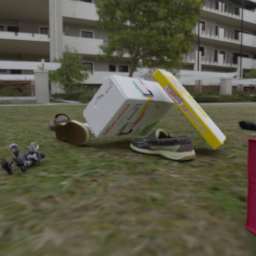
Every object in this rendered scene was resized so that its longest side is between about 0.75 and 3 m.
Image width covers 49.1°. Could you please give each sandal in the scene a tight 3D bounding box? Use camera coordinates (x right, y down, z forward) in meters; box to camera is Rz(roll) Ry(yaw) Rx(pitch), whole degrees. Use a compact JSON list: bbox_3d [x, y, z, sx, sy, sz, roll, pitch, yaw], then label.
[{"bbox_3d":[-3.349,-0.323,13.815,1.077,0.719,2.635,-23,18,-17],"label":"sandal"}]

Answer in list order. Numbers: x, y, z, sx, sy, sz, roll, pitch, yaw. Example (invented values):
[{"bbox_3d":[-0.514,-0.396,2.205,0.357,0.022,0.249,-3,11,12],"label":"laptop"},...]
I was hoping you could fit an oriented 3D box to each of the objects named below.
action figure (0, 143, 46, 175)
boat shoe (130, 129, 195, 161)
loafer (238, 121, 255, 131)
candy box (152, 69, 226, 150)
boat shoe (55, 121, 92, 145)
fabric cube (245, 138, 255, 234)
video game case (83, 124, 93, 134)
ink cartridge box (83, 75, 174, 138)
[{"bbox_3d":[-2.557,0.686,6.972,0.782,0.672,1.316,-10,8,5],"label":"action figure"},{"bbox_3d":[0.990,0.427,8.457,0.843,0.776,2.360,-6,9,-40],"label":"boat shoe"},{"bbox_3d":[6.162,-0.091,14.199,0.442,0.428,1.259,2,10,-25],"label":"loafer"},{"bbox_3d":[1.966,-0.626,8.855,0.384,2.911,1.488,-42,-12,23],"label":"candy box"},{"bbox_3d":[-1.960,0.148,10.584,0.782,0.869,2.409,-7,4,-37],"label":"boat shoe"},{"bbox_3d":[2.411,0.798,3.382,1.328,1.332,1.307,-4,9,-18],"label":"fabric cube"},{"bbox_3d":[-1.513,-0.016,14.096,2.264,0.260,2.063,-6,10,-42],"label":"video game case"},{"bbox_3d":[0.068,-0.672,9.853,2.657,1.924,1.115,-1,50,-47],"label":"ink cartridge box"}]
